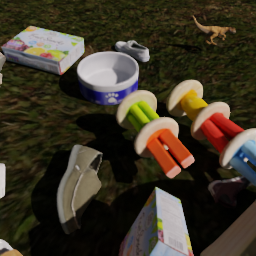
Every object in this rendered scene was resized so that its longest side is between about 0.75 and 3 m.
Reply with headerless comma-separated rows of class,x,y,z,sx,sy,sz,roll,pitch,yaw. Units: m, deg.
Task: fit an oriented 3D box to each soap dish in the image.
soap dish,-2.250,2.590,3.266,2.583,2.033,1.049,-25,56,-21

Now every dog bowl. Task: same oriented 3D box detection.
dog bowl,-0.574,-1.471,8.143,1.742,0.686,1.742,0,46,0

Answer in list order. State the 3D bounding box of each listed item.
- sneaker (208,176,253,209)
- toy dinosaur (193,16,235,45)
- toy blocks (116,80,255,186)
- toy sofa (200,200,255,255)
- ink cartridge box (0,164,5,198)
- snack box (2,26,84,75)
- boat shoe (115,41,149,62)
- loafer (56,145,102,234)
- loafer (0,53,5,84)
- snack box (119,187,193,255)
sneaker,2.196,1.336,5.689,1.021,0.386,0.590,-12,52,3
toy dinosaur,2.743,-3.175,9.233,1.449,0.770,0.438,9,18,2
toy blocks,1.406,0.279,5.770,2.437,1.062,2.924,-15,44,-22
toy sofa,2.448,1.939,4.708,2.349,1.146,0.973,-31,86,-28
ink cartridge box,-2.903,1.034,5.419,0.895,0.651,0.376,2,4,-2
snack box,-2.761,-2.619,9.297,2.173,0.576,1.545,17,47,15
boat shoe,0.156,-2.742,9.526,1.425,0.476,0.524,29,52,25
loafer,-0.909,1.107,5.595,0.694,0.750,1.993,-1,45,5
loafer,-3.587,-0.671,6.844,0.805,0.920,2.560,27,78,-8
snack box,0.293,1.690,3.853,0.501,1.248,1.479,28,13,-3
